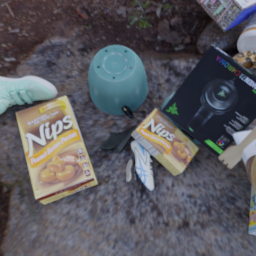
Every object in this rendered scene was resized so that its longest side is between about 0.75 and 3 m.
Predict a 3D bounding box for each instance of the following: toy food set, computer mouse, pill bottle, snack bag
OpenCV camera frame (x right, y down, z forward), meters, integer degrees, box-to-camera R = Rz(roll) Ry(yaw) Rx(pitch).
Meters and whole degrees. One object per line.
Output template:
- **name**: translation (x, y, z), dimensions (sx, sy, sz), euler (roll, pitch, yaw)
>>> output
- **toy food set**: translation (3.489, 1.081, 6.029), dimensions (1.804, 0.524, 2.613), euler (-44, 65, 3)
- **computer mouse**: translation (0.339, -0.126, 8.610), dimensions (1.518, 0.445, 0.258), euler (40, 59, -17)
- **pill bottle**: translation (4.995, -3.616, 10.275), dimensions (1.302, 1.302, 2.238), euler (28, 66, 14)
- **snack bag**: translation (4.062, 0.918, 6.708), dimensions (2.634, 0.282, 2.483), euler (-8, 64, -4)

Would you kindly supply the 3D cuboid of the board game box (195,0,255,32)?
- **board game box**: translation (3.599, -4.929, 10.318), dimensions (1.747, 1.061, 2.191), euler (-32, 80, -31)

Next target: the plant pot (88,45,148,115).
- **plant pot**: translation (-0.350, -1.630, 8.918), dimensions (2.011, 1.614, 2.011), euler (-1, 70, 1)

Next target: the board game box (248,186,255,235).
- **board game box**: translation (4.346, 1.418, 7.478), dimensions (1.569, 1.541, 2.992), euler (14, 64, 6)

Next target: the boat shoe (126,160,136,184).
- **boat shoe**: translation (0.099, 1.301, 8.240), dimensions (0.240, 0.282, 0.842), euler (31, 34, -20)

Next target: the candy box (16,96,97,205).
- **candy box**: translation (-2.162, 0.591, 8.341), dimensions (1.651, 0.791, 2.860), euler (-20, 65, -8)

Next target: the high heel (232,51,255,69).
- **high heel**: translation (3.808, -1.844, 9.658), dimensions (2.188, 0.781, 1.560), euler (3, 67, 7)

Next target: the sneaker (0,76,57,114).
- **sneaker**: translation (-3.642, -0.828, 8.986), dimensions (2.621, 0.965, 1.546), euler (4, 57, 13)

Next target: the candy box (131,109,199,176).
- **candy box**: translation (1.082, 0.409, 8.211), dimensions (1.770, 0.490, 1.022), euler (43, 61, 1)

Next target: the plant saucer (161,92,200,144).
- **plant saucer**: translation (2.154, -0.480, 9.214), dimensions (2.122, 0.291, 2.122), euler (0, 63, -1)

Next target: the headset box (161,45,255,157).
- **headset box**: translation (2.424, -0.709, 7.874), dimensions (2.097, 2.408, 1.117), euler (41, 26, 8)

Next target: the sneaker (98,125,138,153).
- **sneaker**: translation (-0.281, 0.278, 8.749), dimensions (0.675, 0.389, 1.294), euler (33, 70, 11)

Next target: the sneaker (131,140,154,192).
- **sneaker**: translation (0.505, 1.036, 8.215), dimensions (0.594, 0.589, 1.638), euler (-22, 61, 15)
